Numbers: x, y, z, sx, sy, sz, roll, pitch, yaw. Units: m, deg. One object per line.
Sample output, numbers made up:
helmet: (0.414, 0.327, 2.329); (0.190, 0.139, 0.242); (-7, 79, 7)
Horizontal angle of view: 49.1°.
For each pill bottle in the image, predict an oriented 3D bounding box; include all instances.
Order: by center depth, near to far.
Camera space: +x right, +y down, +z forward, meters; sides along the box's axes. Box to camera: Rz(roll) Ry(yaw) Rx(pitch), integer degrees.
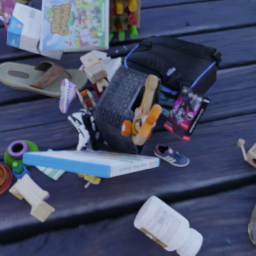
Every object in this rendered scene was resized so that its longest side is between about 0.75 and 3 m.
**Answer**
pill bottle: (0.938, 2.346, 6.525); (1.454, 0.831, 0.831); (36, 60, 2)

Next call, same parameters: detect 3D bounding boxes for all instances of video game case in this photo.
video game case: (-0.657, 0.762, 6.536); (2.025, 2.830, 0.252); (4, 89, 24)
video game case: (-1.758, -3.683, 9.236); (2.225, 0.270, 2.444); (-1, 79, 5)

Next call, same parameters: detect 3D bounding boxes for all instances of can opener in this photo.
can opener: (-0.365, -2.564, 9.832); (1.375, 0.436, 0.541); (18, 83, 50)

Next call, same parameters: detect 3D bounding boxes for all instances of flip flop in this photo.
flip flop: (-2.838, -1.799, 9.418); (2.976, 0.857, 1.207); (8, 56, -11)

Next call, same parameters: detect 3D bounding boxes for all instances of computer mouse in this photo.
computer mouse: (-0.638, -0.115, 7.729); (0.400, 1.219, 1.736); (-8, 20, 21)

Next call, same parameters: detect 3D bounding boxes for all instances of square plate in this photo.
square plate: (-1.017, -2.358, 10.404); (1.345, 0.193, 1.358); (18, 56, 11)

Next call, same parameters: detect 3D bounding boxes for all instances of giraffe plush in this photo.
giraffe plush: (-1.097, 1.172, 7.640); (0.660, 0.703, 0.814); (28, 49, 32)

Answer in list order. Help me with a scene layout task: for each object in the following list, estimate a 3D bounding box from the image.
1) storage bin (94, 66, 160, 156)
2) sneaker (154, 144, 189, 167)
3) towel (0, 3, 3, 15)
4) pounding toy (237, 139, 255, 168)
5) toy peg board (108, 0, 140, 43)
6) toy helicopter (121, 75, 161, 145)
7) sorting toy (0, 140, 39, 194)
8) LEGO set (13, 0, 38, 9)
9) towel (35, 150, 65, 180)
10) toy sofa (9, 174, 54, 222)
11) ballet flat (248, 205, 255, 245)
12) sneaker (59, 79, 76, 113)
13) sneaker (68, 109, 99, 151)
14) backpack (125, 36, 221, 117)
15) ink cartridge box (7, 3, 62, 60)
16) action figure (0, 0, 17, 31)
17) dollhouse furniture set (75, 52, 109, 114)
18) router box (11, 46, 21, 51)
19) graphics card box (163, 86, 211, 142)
storage bin: (0.063, -0.340, 7.537); (1.089, 2.324, 1.571); (22, 71, 15)
sneaker: (1.248, 0.762, 8.033); (1.036, 0.438, 0.388); (19, 57, 13)
towel: (-5.806, -5.735, 12.822); (1.239, 0.197, 1.726); (7, 54, 6)
pounding toy: (3.556, 0.764, 8.006); (0.912, 0.475, 1.038); (-37, 63, -23)
toy peg board: (-0.629, -4.357, 10.486); (2.431, 2.421, 1.189); (-10, 59, -7)
toy helicopter: (0.341, -0.338, 5.555); (0.559, 1.416, 0.937); (11, 9, -16)
sorting toy: (-3.265, 0.985, 7.644); (1.173, 0.801, 1.951); (25, 58, 16)
LEGO set: (-4.682, -5.769, 12.648); (2.389, 0.677, 1.551); (-30, 76, -38)
towel: (-2.166, 1.058, 8.029); (0.860, 0.101, 0.656); (31, 61, 20)
toy sofa: (-2.371, 1.737, 7.044); (1.237, 0.512, 0.603); (24, 65, 38)
ballet flat: (3.643, 1.911, 7.208); (0.818, 0.563, 2.429); (41, 65, -12)
sneaker: (-1.861, -0.973, 8.793); (0.472, 0.430, 1.068); (12, 76, -38)
sneaker: (-1.434, 0.043, 8.457); (1.052, 0.645, 1.616); (10, 63, 17)
backpack: (1.234, -1.590, 8.804); (2.539, 1.866, 2.324); (30, 60, 27)
ink cartridge box: (-3.180, -3.403, 9.985); (1.865, 0.781, 1.353); (13, 60, -20)
action figure: (-4.472, -4.027, 10.742); (1.264, 1.405, 1.886); (3, 62, -52)
dollhouse furniture set: (-0.819, -1.356, 8.104); (1.549, 1.532, 0.798); (-29, 60, -6)
router box: (-3.965, -3.675, 11.235); (1.434, 0.366, 1.069); (-14, 56, -10)
graphics card box: (1.413, -0.347, 6.831); (0.297, 1.167, 0.732); (15, 18, -41)
